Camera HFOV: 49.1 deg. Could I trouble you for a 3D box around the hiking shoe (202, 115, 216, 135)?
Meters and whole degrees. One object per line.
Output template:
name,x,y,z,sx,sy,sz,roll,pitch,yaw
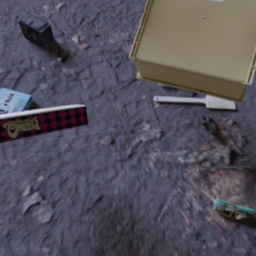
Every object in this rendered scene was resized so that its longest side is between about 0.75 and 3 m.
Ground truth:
hiking shoe,2.724,-0.068,9.482,0.394,0.296,0.783,-6,52,6

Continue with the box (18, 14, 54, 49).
box,-3.654,-3.874,11.228,1.175,0.869,0.613,29,64,14

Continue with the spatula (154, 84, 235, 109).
spatula,2.429,-1.613,10.383,2.879,0.231,2.002,3,67,3

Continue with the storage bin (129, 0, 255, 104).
storage bin,1.904,-2.517,7.231,2.954,1.384,2.933,17,85,16

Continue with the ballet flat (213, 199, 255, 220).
ballet flat,3.045,2.402,8.070,1.211,0.450,0.450,16,62,11

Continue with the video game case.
video game case,-2.786,-0.011,6.022,2.907,2.635,0.521,-14,99,-44

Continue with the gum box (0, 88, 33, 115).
gum box,-4.243,-0.761,9.819,1.381,0.308,1.174,15,62,8
